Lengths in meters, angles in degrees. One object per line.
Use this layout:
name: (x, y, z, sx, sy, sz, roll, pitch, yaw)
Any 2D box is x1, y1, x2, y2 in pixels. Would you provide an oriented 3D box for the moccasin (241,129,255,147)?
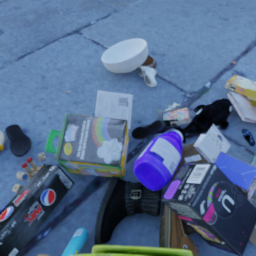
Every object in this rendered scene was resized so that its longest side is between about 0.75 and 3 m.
moccasin: (4.495, 0.315, 10.488, 0.297, 0.350, 0.870, 25, 30, -32)

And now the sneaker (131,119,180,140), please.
sneaker: (1.019, 0.062, 10.567, 1.693, 0.883, 0.508, -24, 73, 32)

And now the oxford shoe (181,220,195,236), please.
oxford shoe: (1.771, 2.138, 8.612, 0.797, 0.926, 2.194, -8, 55, 21)

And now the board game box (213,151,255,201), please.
board game box: (3.218, 1.516, 8.483, 1.190, 1.493, 0.723, 28, 76, 33)

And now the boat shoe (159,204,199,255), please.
boat shoe: (1.420, 3.472, 7.811, 0.991, 1.049, 2.915, 4, 59, 0)

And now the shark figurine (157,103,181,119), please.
shark figurine: (1.803, -0.682, 11.778, 1.180, 0.492, 0.705, -26, 20, -30)

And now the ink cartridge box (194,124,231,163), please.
ink cartridge box: (2.853, 0.605, 9.458, 0.990, 1.124, 0.251, -51, 21, -18)

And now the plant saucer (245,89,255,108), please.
plant saucer: (5.270, -0.982, 10.937, 1.337, 1.336, 0.324, 28, 90, 36)

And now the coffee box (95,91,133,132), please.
coffee box: (-0.568, -0.520, 10.636, 1.309, 1.295, 1.307, 6, 76, -3)

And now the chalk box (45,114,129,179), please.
chalk box: (-1.406, 0.633, 9.558, 2.687, 1.663, 1.672, 6, 67, 5)

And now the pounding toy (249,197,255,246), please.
pounding toy: (3.862, 2.792, 8.427, 1.001, 0.711, 0.921, -18, 49, -41)

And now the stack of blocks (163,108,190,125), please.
stack of blocks: (1.954, -0.401, 11.320, 1.023, 0.299, 0.589, -14, 44, 20)

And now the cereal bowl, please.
cereal bowl: (-0.073, -3.333, 13.490, 2.275, 0.947, 2.275, -15, 37, 12)

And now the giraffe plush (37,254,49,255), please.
giraffe plush: (-2.147, 3.989, 7.203, 1.900, 1.639, 1.540, -47, 44, 8)

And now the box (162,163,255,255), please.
box: (2.295, 2.174, 7.687, 2.276, 1.207, 1.391, 45, 65, -17)

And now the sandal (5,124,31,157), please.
sandal: (-4.195, 0.525, 10.750, 0.779, 0.468, 2.075, -20, 37, -23)

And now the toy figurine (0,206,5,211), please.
toy figurine: (-3.620, 2.605, 8.728, 0.961, 0.576, 0.507, -12, 48, -17)

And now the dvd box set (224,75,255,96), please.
dvd box set: (5.531, -1.657, 12.288, 2.251, 0.331, 1.647, 27, 32, 21)

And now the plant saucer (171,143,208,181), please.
plant saucer: (2.628, 1.416, 9.976, 2.357, 0.347, 2.357, -1, 49, 1)

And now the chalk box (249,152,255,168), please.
chalk box: (5.111, 1.203, 9.499, 2.157, 1.342, 1.335, -29, 55, -22)

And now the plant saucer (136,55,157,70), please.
plant saucer: (0.821, -3.342, 14.194, 1.284, 0.235, 1.284, 0, 50, 0)

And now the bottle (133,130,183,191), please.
bottle: (1.177, 0.897, 9.419, 1.194, 0.933, 2.859, 44, 33, 0)

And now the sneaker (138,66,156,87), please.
sneaker: (1.071, -2.508, 13.260, 0.731, 0.574, 1.472, -16, 52, -18)

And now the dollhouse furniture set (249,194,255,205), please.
dollhouse furniture set: (3.870, 2.198, 9.193, 0.645, 0.369, 0.757, 24, 48, 27)

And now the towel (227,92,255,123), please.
towel: (5.072, -0.842, 11.690, 1.532, 0.258, 1.604, 6, 47, -24)

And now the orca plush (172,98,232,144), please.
orca plush: (3.119, -0.606, 11.249, 2.970, 1.056, 1.563, -18, 51, -15)

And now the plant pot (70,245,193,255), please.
plant pot: (0.082, 3.926, 5.602, 2.892, 2.637, 2.906, -5, 80, 16)

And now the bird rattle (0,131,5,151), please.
bird rattle: (-5.514, 0.521, 10.601, 1.583, 1.093, 1.941, -8, 35, -22)

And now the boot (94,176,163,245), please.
boot: (0.065, 2.577, 8.574, 1.791, 0.902, 2.396, 12, 50, 10)

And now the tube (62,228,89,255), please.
tube: (-1.492, 3.278, 7.570, 0.407, 1.617, 0.626, 45, 102, 1)

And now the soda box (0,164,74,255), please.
soda box: (-2.979, 2.433, 8.428, 1.012, 0.906, 2.861, -3, 39, 47)

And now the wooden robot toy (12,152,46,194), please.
wooden robot toy: (-3.173, 1.520, 9.486, 0.759, 0.737, 1.673, 8, 47, 35)
